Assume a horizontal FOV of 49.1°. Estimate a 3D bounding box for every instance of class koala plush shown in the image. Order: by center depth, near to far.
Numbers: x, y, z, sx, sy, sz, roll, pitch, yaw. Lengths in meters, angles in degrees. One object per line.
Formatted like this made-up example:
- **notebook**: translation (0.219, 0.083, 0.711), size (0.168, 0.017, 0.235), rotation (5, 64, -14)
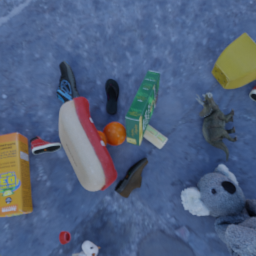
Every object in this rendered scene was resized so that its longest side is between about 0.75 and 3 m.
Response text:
- **koala plush**: translation (2.952, 2.322, 8.020), size (2.285, 2.368, 2.576), rotation (-34, 54, -20)

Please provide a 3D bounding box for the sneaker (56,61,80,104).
- **sneaker**: translation (-2.167, -1.433, 9.697), size (0.801, 0.716, 1.955), rotation (-17, 73, -5)

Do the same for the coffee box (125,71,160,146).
- **coffee box**: translation (0.488, -0.629, 8.815), size (0.467, 1.306, 2.124), rotation (15, 53, 13)

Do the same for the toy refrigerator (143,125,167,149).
- **toy refrigerator**: translation (0.826, 0.253, 9.286), size (0.918, 0.321, 0.348), rotation (38, 39, 11)

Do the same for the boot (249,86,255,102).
- **boot**: translation (5.250, -1.154, 9.693), size (1.654, 0.599, 1.194), rotation (37, 74, 15)

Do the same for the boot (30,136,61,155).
- **boot**: translation (-2.738, 0.489, 9.281), size (0.939, 0.340, 0.677), rotation (-8, 46, -24)

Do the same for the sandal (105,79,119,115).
- **sandal**: translation (-0.552, -1.147, 9.808), size (0.508, 0.323, 1.351), rotation (-3, 72, -1)

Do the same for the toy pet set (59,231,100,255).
- **toy pet set**: translation (-1.114, 4.279, 6.769), size (1.511, 2.846, 2.657), rotation (-17, 102, 20)

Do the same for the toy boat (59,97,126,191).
- **toy boat**: translation (-0.930, 0.358, 8.600), size (1.886, 1.882, 2.885), rotation (-22, 75, -24)

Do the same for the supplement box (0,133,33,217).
- **supplement box**: translation (-3.576, 1.450, 8.714), size (0.817, 0.845, 2.457), rotation (-11, 75, -1)

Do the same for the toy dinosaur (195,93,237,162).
- **toy dinosaur**: translation (2.934, -0.004, 9.294), size (1.176, 0.885, 2.299), rotation (-5, 81, 15)

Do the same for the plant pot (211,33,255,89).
- **plant pot**: translation (3.702, -2.111, 9.660), size (1.369, 1.338, 1.329), rotation (-33, 75, -2)

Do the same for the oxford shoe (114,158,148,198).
- **oxford shoe**: translation (0.226, 1.584, 8.893), size (0.615, 0.529, 1.457), rotation (41, 75, -8)
